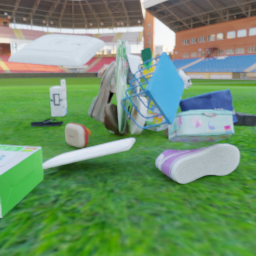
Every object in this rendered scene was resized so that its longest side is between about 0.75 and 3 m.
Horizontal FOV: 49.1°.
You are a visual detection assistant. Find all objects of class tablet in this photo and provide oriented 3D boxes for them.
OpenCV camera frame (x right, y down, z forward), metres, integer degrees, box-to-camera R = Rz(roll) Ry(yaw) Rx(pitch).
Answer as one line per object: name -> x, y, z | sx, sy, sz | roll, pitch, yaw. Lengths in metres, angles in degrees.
tablet -> -1.005, 0.650, 7.458 | 2.329, 0.159, 1.515 | -13, 3, 8

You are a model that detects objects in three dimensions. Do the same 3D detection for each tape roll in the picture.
tape roll -> 0.351, -0.430, 9.857 | 0.249, 1.363, 1.363 | 10, 10, -11

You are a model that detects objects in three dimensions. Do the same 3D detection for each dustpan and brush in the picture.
dustpan and brush -> 0.093, -2.097, 9.523 | 0.680, 2.377, 1.659 | 4, -32, 6

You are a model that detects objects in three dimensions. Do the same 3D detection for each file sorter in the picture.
file sorter -> 0.590, -0.869, 6.687 | 0.922, 1.043, 1.503 | -13, 38, 37

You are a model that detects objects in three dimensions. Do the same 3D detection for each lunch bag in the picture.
lunch bag -> 1.743, -0.019, 7.118 | 1.430, 0.687, 1.783 | 2, -10, -3
lunch bag -> 3.492, -0.603, 12.033 | 1.745, 1.699, 2.568 | -11, 2, 44

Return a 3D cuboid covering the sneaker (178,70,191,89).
sneaker -> 2.448, -2.114, 11.905 | 0.329, 0.878, 0.437 | -13, -17, -35

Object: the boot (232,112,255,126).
boot -> 5.464, -0.495, 14.192 | 2.069, 0.722, 1.362 | 14, 12, 14

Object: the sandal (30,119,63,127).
sandal -> -3.944, -0.264, 13.603 | 1.550, 0.332, 0.589 | -3, 12, -12

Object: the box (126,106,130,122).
box -> -0.248, -0.629, 12.052 | 0.477, 0.770, 0.757 | 12, 4, -8

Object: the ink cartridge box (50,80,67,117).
ink cartridge box -> -4.146, -1.804, 16.661 | 0.711, 2.095, 1.215 | 0, 12, -1

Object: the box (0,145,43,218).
box -> -2.984, 1.045, 6.017 | 1.636, 0.896, 1.854 | 4, 13, 8

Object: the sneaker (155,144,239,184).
sneaker -> 1.798, 0.787, 7.490 | 2.254, 0.817, 1.285 | -5, 9, -25

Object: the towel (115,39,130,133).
towel -> -0.211, -1.442, 9.652 | 0.306, 2.617, 1.996 | -1, -32, -7

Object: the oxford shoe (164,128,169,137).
oxford shoe -> 2.114, -0.014, 11.071 | 1.373, 0.484, 0.514 | -18, -10, 21

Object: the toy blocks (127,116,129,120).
toy blocks -> -0.106, -0.854, 14.349 | 0.859, 0.802, 0.723 | -22, 27, 24

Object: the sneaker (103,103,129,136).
sneaker -> -0.642, -0.203, 10.845 | 0.844, 0.787, 2.235 | -5, -26, 16

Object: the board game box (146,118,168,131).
board game box -> 1.244, -0.214, 13.348 | 1.533, 0.334, 1.540 | 12, 17, 41

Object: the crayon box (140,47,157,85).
crayon box -> 0.843, -1.949, 9.900 | 0.395, 1.169, 1.355 | -14, -24, 15

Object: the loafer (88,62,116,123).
loafer -> -0.892, -1.620, 13.230 | 0.918, 2.919, 1.049 | 31, 15, 20

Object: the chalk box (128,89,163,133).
chalk box -> 0.794, -0.639, 11.663 | 1.090, 1.759, 1.098 | 14, 2, -24

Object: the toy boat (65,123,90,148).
toy boat -> -1.677, 0.226, 9.827 | 0.789, 0.788, 1.207 | -10, 16, -42

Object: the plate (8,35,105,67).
plate -> -2.657, -3.137, 10.933 | 2.899, 0.469, 2.893 | 7, 32, 12
